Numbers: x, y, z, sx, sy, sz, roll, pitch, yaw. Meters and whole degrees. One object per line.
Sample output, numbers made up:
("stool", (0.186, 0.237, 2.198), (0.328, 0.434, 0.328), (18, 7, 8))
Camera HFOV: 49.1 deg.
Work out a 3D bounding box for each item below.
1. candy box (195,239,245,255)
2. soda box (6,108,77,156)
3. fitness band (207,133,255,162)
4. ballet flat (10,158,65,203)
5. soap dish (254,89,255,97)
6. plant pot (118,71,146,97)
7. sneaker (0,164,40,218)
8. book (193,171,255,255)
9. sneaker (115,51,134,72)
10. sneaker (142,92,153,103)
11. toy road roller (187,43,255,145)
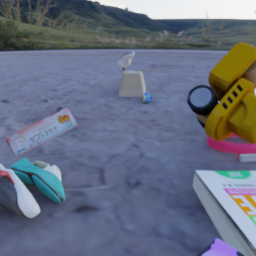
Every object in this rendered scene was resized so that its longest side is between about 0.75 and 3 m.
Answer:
("candy box", (0.832, 2.484, 2.084), (2.878, 1.030, 2.414), (-15, 25, -37))
("soda box", (-1.738, 0.075, 5.689), (1.337, 0.425, 0.457), (-27, 6, -14))
("fitness band", (3.803, 0.344, 8.550), (2.707, 0.507, 1.944), (-4, 21, 2))
("ballet flat", (-1.964, 1.078, 6.389), (1.905, 0.641, 0.670), (13, 44, 35))
("soap dish", (5.431, -0.894, 11.069), (1.315, 0.679, 1.672), (-19, 55, -40))
("plant pot", (0.245, -2.452, 15.344), (1.387, 1.228, 1.386), (3, 20, 7))
("sneaker", (-2.719, 1.381, 5.718), (2.488, 0.959, 1.019), (15, 47, 45))
("book", (2.507, 1.618, 5.259), (1.787, 0.643, 2.675), (0, 18, -7))
("sneaker", (-0.053, -2.964, 12.399), (0.489, 0.571, 1.312), (-33, 3, -30))
("sneaker", (0.985, -1.497, 14.009), (0.469, 0.394, 1.195), (10, 21, 1))
("toy road roller", (3.141, -0.773, 7.797), (1.960, 2.685, 1.650), (41, 0, 35))
